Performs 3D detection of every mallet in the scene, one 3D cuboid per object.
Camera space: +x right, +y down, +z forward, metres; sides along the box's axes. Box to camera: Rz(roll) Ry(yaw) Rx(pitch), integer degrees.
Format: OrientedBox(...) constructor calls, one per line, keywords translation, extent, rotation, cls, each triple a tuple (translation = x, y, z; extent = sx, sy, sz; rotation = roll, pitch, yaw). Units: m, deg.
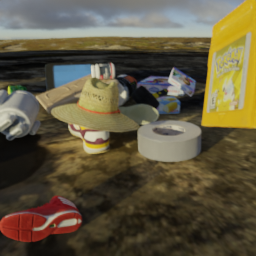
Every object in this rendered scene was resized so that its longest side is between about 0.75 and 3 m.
OrientedBox(translation=(0.859, -1.220, 9.899), extent=(0.896, 0.560, 2.721), rotation=(43, 26, 0), cls="mallet")

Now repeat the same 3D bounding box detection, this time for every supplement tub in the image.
OrientedBox(translation=(-0.962, -2.148, 10.727), extent=(0.840, 0.590, 0.590), rotation=(-6, 20, -11), cls="supplement tub")
OrientedBox(translation=(-0.299, -1.671, 12.216), extent=(1.164, 1.164, 1.899), rotation=(7, 20, 19), cls="supplement tub")

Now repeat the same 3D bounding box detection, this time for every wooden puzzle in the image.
OrientedBox(translation=(-2.051, -1.311, 11.129), extent=(2.774, 0.693, 2.995), rotation=(-26, 24, -18), cls="wooden puzzle")

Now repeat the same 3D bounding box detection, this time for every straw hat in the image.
OrientedBox(translation=(-0.728, -0.732, 7.240), extent=(2.477, 1.048, 2.477), rotation=(11, 13, -3), cls="straw hat")

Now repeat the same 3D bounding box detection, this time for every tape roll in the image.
OrientedBox(translation=(1.086, 0.302, 7.444), extent=(1.663, 0.549, 1.663), rotation=(-2, 18, 1), cls="tape roll")

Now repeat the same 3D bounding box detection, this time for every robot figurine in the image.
OrientedBox(translation=(-3.282, -0.435, 8.384), extent=(1.037, 1.557, 1.836), rotation=(-28, 32, 17), cls="robot figurine")

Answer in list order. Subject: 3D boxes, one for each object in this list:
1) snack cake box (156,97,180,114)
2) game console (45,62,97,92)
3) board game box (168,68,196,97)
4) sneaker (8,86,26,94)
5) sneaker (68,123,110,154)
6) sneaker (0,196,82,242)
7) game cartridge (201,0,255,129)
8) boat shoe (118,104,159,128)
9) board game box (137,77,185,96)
OrientedBox(translation=(1.213, -0.892, 10.997), extent=(1.450, 0.487, 0.834), rotation=(-3, 23, -9), cls="snack cake box")
OrientedBox(translation=(-2.632, -2.282, 13.332), extent=(2.599, 1.538, 2.219), rotation=(-6, 17, -11), cls="game console")
OrientedBox(translation=(2.307, -1.971, 11.914), extent=(1.156, 0.238, 1.153), rotation=(31, 37, -6), cls="board game box")
OrientedBox(translation=(-5.430, -1.849, 13.724), extent=(0.575, 0.509, 1.375), rotation=(-2, 19, 6), cls="sneaker")
OrientedBox(translation=(-1.131, -0.217, 8.086), extent=(0.936, 1.125, 2.498), rotation=(-8, 23, -26), cls="sneaker")
OrientedBox(translation=(-1.417, 1.453, 4.592), extent=(1.211, 0.474, 0.699), rotation=(6, 8, -21), cls="sneaker")
OrientedBox(translation=(2.337, -1.313, 6.199), extent=(0.427, 2.634, 2.322), rotation=(4, 0, -8), cls="game cartridge")
OrientedBox(translation=(0.227, -0.268, 8.870), extent=(1.916, 0.635, 0.716), rotation=(-3, 57, 35), cls="boat shoe")
OrientedBox(translation=(1.978, -2.265, 14.907), extent=(2.434, 0.501, 2.428), rotation=(7, 21, 20), cls="board game box")
